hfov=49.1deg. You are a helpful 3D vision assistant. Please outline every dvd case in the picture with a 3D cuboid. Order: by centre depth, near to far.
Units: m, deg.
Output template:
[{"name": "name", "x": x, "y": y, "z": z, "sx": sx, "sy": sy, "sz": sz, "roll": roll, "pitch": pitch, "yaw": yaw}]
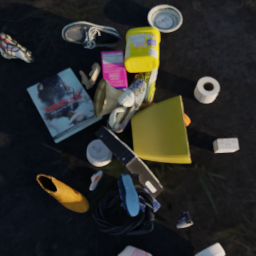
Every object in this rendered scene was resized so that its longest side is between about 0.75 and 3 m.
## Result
[{"name": "dvd case", "x": -2.642, "y": -1.010, "z": 11.473, "sx": 2.101, "sy": 0.317, "sz": 2.878, "roll": -29, "pitch": 66, "yaw": -11}]

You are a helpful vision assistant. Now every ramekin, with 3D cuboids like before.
[{"name": "ramekin", "x": -1.108, "y": 0.922, "z": 10.664, "sx": 0.991, "sy": 0.520, "sz": 0.991, "roll": 0, "pitch": 68, "yaw": 0}]

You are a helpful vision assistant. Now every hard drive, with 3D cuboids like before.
[{"name": "hard drive", "x": -0.019, "y": 1.054, "z": 9.288, "sx": 0.485, "sy": 1.792, "sz": 2.565, "roll": -43, "pitch": 33, "yaw": -7}]

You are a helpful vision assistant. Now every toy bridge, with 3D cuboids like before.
[{"name": "toy bridge", "x": -1.383, "y": -2.327, "z": 11.665, "sx": 0.224, "sy": 0.553, "sz": 1.644, "roll": 35, "pitch": 32, "yaw": -22}]

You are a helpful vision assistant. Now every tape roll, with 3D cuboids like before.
[{"name": "tape roll", "x": 3.259, "y": -1.561, "z": 11.658, "sx": 0.906, "sy": 0.622, "sz": 0.906, "roll": 0, "pitch": 67, "yaw": 0}]

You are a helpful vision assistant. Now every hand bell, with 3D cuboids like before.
[{"name": "hand bell", "x": 0.235, "y": -0.861, "z": 10.941, "sx": 2.892, "sy": 1.506, "sz": 1.506, "roll": 10, "pitch": 65, "yaw": -23}]

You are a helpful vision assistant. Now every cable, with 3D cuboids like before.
[{"name": "cable", "x": -0.170, "y": 2.828, "z": 9.733, "sx": 2.147, "sy": 0.545, "sz": 1.752, "roll": -4, "pitch": 57, "yaw": 4}]

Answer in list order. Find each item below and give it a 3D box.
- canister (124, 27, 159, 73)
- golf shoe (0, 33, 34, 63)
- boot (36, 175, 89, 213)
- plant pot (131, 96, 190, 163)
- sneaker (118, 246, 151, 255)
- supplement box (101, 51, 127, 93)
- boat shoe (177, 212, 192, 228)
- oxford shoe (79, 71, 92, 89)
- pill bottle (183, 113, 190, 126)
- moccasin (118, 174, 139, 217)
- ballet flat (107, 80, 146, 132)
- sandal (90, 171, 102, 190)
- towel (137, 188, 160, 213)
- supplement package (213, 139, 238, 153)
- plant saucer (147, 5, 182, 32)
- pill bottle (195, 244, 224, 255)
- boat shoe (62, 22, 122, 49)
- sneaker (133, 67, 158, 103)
[{"name": "canister", "x": 0.576, "y": -3.246, "z": 11.653, "sx": 1.439, "sy": 0.838, "sz": 1.937, "roll": -2, "pitch": 52, "yaw": 10}, {"name": "golf shoe", "x": -5.047, "y": -3.355, "z": 12.480, "sx": 1.988, "sy": 0.767, "sz": 0.876, "roll": 36, "pitch": 96, "yaw": 13}, {"name": "boot", "x": -2.249, "y": 2.281, "z": 9.587, "sx": 1.904, "sy": 1.363, "sz": 0.670, "roll": 31, "pitch": 75, "yaw": 8}, {"name": "plant pot", "x": 1.171, "y": 0.258, "z": 10.111, "sx": 1.835, "sy": 2.080, "sz": 2.080, "roll": -8, "pitch": 76, "yaw": 11}, {"name": "sneaker", "x": -0.120, "y": 4.720, "z": 8.827, "sx": 1.059, "sy": 0.762, "sz": 2.026, "roll": 24, "pitch": 53, "yaw": 12}, {"name": "supplement box", "x": -0.580, "y": -2.171, "z": 11.730, "sx": 0.973, "sy": 0.953, "sz": 1.883, "roll": -4, "pitch": 67, "yaw": -3}, {"name": "boat shoe", "x": 1.861, "y": 3.097, "z": 9.443, "sx": 0.352, "sy": 0.943, "sz": 0.437, "roll": -3, "pitch": 64, "yaw": -17}, {"name": "oxford shoe", "x": -1.693, "y": -1.840, "z": 10.790, "sx": 0.281, "sy": 0.265, "sz": 0.751, "roll": -33, "pitch": 99, "yaw": -6}, {"name": "pill bottle", "x": 1.462, "y": 0.198, "z": 10.459, "sx": 1.840, "sy": 0.977, "sz": 0.977, "roll": -44, "pitch": 74, "yaw": -8}, {"name": "moccasin", "x": 0.005, "y": 2.350, "z": 9.727, "sx": 0.601, "sy": 0.509, "sz": 1.494, "roll": 9, "pitch": 54, "yaw": -30}, {"name": "ballet flat", "x": -0.123, "y": -0.695, "z": 9.614, "sx": 0.779, "sy": 2.166, "sz": 0.779, "roll": 24, "pitch": 26, "yaw": -13}, {"name": "sandal", "x": -1.235, "y": 1.881, "z": 10.172, "sx": 0.237, "sy": 0.317, "sz": 0.828, "roll": 36, "pitch": 103, "yaw": 32}, {"name": "towel", "x": 0.657, "y": 2.695, "z": 10.129, "sx": 0.633, "sy": 0.104, "sz": 0.874, "roll": -40, "pitch": 71, "yaw": -14}, {"name": "supplement package", "x": 3.717, "y": 0.686, "z": 10.701, "sx": 0.752, "sy": 0.585, "sz": 0.417, "roll": -2, "pitch": 74, "yaw": 0}, {"name": "plant saucer", "x": 1.712, "y": -5.068, "z": 13.262, "sx": 1.608, "sy": 0.404, "sz": 1.608, "roll": 0, "pitch": 67, "yaw": 1}, {"name": "pill bottle", "x": 2.992, "y": 4.908, "z": 8.430, "sx": 1.397, "sy": 1.397, "sz": 2.489, "roll": -23, "pitch": 58, "yaw": -9}, {"name": "boat shoe", "x": -1.498, "y": -3.880, "z": 11.962, "sx": 2.526, "sy": 0.946, "sz": 0.781, "roll": 0, "pitch": 33, "yaw": -27}, {"name": "sneaker", "x": 0.714, "y": -2.141, "z": 11.797, "sx": 0.933, "sy": 0.821, "sz": 2.206, "roll": 10, "pitch": 67, "yaw": 4}]
